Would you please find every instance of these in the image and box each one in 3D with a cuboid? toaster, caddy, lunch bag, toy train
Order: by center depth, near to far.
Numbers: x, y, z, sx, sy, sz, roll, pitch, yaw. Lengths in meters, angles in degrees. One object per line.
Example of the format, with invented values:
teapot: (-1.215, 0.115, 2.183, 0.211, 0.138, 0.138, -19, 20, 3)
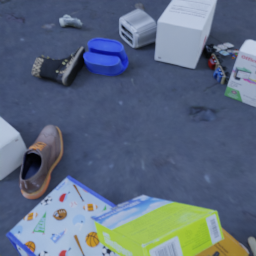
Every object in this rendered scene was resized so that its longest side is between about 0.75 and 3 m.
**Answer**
lunch bag: (-1.022, 2.474, 6.038, 2.256, 1.397, 1.918, 22, 50, 27)
caddy: (-0.891, -2.732, 10.997, 1.773, 0.931, 1.253, 12, 72, 10)
toy train: (3.482, -2.602, 11.201, 0.556, 0.414, 2.429, -6, 48, -1)
toaster: (0.458, -4.277, 12.260, 1.248, 1.098, 1.933, -29, 60, -19)

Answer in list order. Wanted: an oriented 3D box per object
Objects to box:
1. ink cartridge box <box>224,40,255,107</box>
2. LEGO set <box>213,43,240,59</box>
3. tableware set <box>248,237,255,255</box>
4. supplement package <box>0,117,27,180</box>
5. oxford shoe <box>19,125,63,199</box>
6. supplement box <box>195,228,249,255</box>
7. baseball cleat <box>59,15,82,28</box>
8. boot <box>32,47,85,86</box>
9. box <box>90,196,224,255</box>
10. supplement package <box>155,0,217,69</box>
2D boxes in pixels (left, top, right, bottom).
ink cartridge box: (4.261, -1.778, 9.453, 1.380, 1.906, 0.800, 26, 52, 22)
LEGO set: (4.268, -3.206, 11.918, 0.958, 0.315, 1.283, -19, 40, -16)
tableware set: (3.384, 3.130, 5.451, 1.540, 0.467, 2.330, -14, 71, 1)
supplement package: (-3.963, 0.361, 8.066, 1.942, 1.135, 1.139, 33, 56, 26)
oxford shoe: (-2.417, 0.726, 7.907, 0.862, 0.881, 2.417, 2, 48, 2)
supplement box: (1.067, 3.261, 5.594, 2.980, 1.025, 0.991, -34, 57, -25)
baseball cleat: (-2.781, -4.948, 13.322, 0.730, 0.478, 1.371, -38, 48, -22)
boot: (-2.647, -2.533, 10.937, 1.566, 0.761, 2.080, 12, 55, 9)
box: (0.338, 1.757, 4.982, 1.391, 2.282, 0.544, -15, 89, -27)
supplement package: (2.400, -4.100, 11.615, 1.742, 1.763, 2.908, 17, 50, 15)
